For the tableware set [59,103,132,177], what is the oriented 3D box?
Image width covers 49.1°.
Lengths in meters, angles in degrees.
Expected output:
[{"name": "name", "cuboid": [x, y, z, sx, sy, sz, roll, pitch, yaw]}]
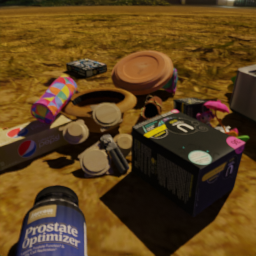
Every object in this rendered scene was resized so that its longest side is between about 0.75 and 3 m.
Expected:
[{"name": "tableware set", "cuboid": [-0.796, 0.291, 8.169, 1.901, 0.264, 2.276, -24, 65, -20]}]

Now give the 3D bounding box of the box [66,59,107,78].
[{"name": "box", "cuboid": [-2.291, -3.319, 15.361, 1.833, 0.422, 1.457, 26, 38, 38]}]

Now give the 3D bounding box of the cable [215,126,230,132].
[{"name": "cable", "cuboid": [2.682, 0.242, 8.841, 0.981, 0.339, 0.980, -6, 10, 30]}]

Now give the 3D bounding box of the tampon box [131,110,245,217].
[{"name": "tampon box", "cuboid": [1.392, 0.742, 7.088, 1.681, 1.416, 2.242, -22, 36, -34]}]

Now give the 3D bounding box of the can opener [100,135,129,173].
[{"name": "can opener", "cuboid": [-0.407, 0.746, 7.938, 0.330, 0.413, 1.236, -20, 66, -28]}]

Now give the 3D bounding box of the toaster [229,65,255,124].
[{"name": "toaster", "cuboid": [5.465, -1.150, 10.104, 2.700, 1.772, 2.986, -12, 31, -23]}]

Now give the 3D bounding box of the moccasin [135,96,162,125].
[{"name": "moccasin", "cuboid": [0.813, -0.642, 10.042, 0.743, 0.784, 2.031, 34, 37, 8]}]

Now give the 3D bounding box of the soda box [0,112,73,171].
[{"name": "soda box", "cuboid": [-2.865, 0.331, 8.474, 2.445, 0.783, 0.828, -24, 37, -35]}]

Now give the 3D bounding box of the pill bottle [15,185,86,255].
[{"name": "pill bottle", "cuboid": [-1.339, 2.058, 4.968, 1.196, 1.196, 2.138, -4, 30, -8]}]

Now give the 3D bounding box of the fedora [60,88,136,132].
[{"name": "fedora", "cuboid": [-1.003, -0.571, 9.795, 2.625, 1.071, 2.625, -4, 29, 2]}]

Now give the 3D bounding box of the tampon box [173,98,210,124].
[{"name": "tampon box", "cuboid": [2.092, -0.456, 9.380, 0.798, 0.947, 1.264, -7, 13, -9]}]

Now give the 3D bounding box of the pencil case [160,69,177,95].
[{"name": "pencil case", "cuboid": [0.931, -2.234, 12.731, 2.586, 1.100, 1.195, 7, 72, 12]}]

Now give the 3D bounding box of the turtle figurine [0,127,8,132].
[{"name": "turtle figurine", "cuboid": [-4.300, 0.226, 9.074, 0.941, 0.376, 1.167, -13, 32, -22]}]

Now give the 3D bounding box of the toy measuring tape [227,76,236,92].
[{"name": "toy measuring tape", "cuboid": [5.529, -2.092, 11.668, 2.989, 1.100, 1.100, -25, 9, 42]}]

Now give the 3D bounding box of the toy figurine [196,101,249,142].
[{"name": "toy figurine", "cuboid": [2.500, -0.073, 8.206, 1.524, 1.403, 1.144, -20, -19, 14]}]

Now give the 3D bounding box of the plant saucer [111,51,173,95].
[{"name": "plant saucer", "cuboid": [0.576, -2.529, 12.229, 2.733, 0.441, 2.733, -8, 49, 10]}]

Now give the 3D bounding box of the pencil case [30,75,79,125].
[{"name": "pencil case", "cuboid": [-2.300, -0.909, 8.900, 0.856, 0.856, 1.938, 8, 37, 14]}]
